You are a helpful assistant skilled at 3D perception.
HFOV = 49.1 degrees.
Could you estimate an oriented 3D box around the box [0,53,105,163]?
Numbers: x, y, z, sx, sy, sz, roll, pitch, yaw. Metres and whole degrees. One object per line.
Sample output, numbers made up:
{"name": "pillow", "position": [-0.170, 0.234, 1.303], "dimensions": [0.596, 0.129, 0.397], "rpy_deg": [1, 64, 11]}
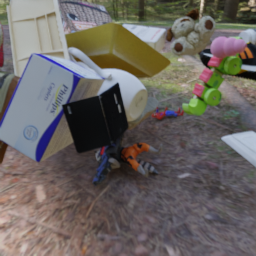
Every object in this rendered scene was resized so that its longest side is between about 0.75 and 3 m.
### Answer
{"name": "box", "position": [-1.449, -0.465, 5.660], "dimensions": [0.990, 1.736, 1.887], "rpy_deg": [29, 11, 2]}

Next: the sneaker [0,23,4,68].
{"name": "sneaker", "position": [-3.863, -2.458, 8.001], "dimensions": [0.541, 1.450, 0.584], "rpy_deg": [-4, 20, -32]}

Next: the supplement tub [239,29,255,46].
{"name": "supplement tub", "position": [3.966, -2.780, 8.769], "dimensions": [0.838, 0.588, 0.588], "rpy_deg": [-8, 28, -14]}

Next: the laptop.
{"name": "laptop", "position": [-0.535, -0.194, 5.101], "dimensions": [0.561, 0.963, 1.087], "rpy_deg": [1, 27, 28]}

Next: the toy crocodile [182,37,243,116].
{"name": "toy crocodile", "position": [2.048, -1.235, 6.769], "dimensions": [0.662, 2.143, 0.723], "rpy_deg": [25, 11, -27]}

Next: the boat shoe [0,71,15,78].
{"name": "boat shoe", "position": [-3.658, -1.306, 8.272], "dimensions": [0.748, 0.684, 2.001], "rpy_deg": [-4, 16, -35]}

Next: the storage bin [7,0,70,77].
{"name": "storage bin", "position": [-2.386, -1.920, 8.574], "dimensions": [1.397, 2.981, 2.959], "rpy_deg": [-12, 69, -6]}

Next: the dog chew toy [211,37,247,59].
{"name": "dog chew toy", "position": [2.202, -1.763, 6.117], "dimensions": [0.468, 0.468, 0.751], "rpy_deg": [-24, 23, -39]}

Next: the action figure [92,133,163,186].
{"name": "action figure", "position": [-0.195, 1.086, 8.536], "dimensions": [2.054, 1.111, 2.123], "rpy_deg": [7, 52, 29]}

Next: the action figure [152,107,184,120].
{"name": "action figure", "position": [1.687, -0.785, 12.162], "dimensions": [1.459, 0.722, 0.476], "rpy_deg": [-13, 29, -18]}

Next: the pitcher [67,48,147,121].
{"name": "pitcher", "position": [-0.677, -1.181, 7.607], "dimensions": [2.228, 1.912, 1.351], "rpy_deg": [26, 69, 25]}

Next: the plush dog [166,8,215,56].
{"name": "plush dog", "position": [2.153, -3.316, 9.907], "dimensions": [1.435, 1.671, 1.341], "rpy_deg": [61, 18, 21]}

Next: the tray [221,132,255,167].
{"name": "tray", "position": [4.542, 0.768, 9.530], "dimensions": [1.433, 0.296, 2.669], "rpy_deg": [-7, 28, -16]}

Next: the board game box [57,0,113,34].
{"name": "board game box", "position": [-1.793, -4.008, 11.864], "dimensions": [2.258, 1.371, 2.832], "rpy_deg": [-2, 52, -32]}

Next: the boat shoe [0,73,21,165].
{"name": "boat shoe", "position": [-2.707, -0.136, 6.469], "dimensions": [0.805, 2.180, 0.825], "rpy_deg": [16, 11, -11]}

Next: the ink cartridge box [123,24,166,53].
{"name": "ink cartridge box", "position": [0.393, -3.187, 10.316], "dimensions": [1.714, 0.723, 1.252], "rpy_deg": [15, 44, 19]}

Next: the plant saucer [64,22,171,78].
{"name": "plant saucer", "position": [-0.519, -2.318, 9.426], "dimensions": [2.903, 0.703, 2.904], "rpy_deg": [5, -9, 42]}

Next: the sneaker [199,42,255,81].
{"name": "sneaker", "position": [3.050, -1.982, 7.800], "dimensions": [2.092, 0.941, 0.731], "rpy_deg": [15, -11, 2]}

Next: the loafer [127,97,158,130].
{"name": "loafer", "position": [0.408, -0.473, 8.872], "dimensions": [0.537, 0.469, 1.492], "rpy_deg": [38, 49, 13]}
